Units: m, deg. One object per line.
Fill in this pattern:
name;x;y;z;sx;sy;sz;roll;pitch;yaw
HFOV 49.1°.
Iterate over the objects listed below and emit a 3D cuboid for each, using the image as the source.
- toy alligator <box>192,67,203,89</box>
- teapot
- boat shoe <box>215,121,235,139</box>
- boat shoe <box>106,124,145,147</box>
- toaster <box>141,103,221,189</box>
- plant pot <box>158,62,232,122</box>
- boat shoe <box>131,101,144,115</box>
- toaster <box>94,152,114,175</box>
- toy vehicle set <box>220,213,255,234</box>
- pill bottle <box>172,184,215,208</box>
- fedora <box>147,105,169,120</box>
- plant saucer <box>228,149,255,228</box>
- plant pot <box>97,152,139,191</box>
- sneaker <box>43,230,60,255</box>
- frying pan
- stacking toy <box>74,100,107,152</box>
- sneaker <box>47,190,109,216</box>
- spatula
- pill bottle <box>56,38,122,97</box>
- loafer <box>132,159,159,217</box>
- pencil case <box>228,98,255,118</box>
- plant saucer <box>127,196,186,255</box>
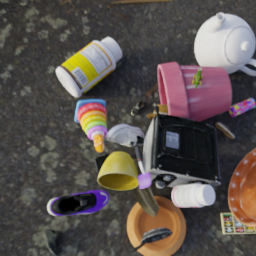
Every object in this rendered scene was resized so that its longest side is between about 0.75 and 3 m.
toy alligator;2.474;-1.829;9.903;0.323;0.234;0.976;10;62;10
teapot;4.407;-3.468;11.991;2.780;2.030;2.744;-12;112;-21
boat shoe;4.187;0.070;11.949;0.978;0.352;0.317;42;70;15
boat shoe;0.043;0.351;10.572;0.688;2.106;0.775;48;118;27
toaster;1.750;0.830;9.716;2.376;1.559;2.628;12;56;-8
plant pot;2.589;-1.338;11.133;2.454;2.742;2.742;-10;68;2
boat shoe;0.415;-0.896;12.390;0.282;0.265;0.785;38;74;13
toaster;-0.815;1.567;11.211;0.898;0.589;0.993;-17;69;-7
toy vehicle set;4.164;3.617;10.612;1.203;0.159;0.748;-2;68;-1
pill bottle;1.970;2.063;8.513;0.684;1.207;0.684;11;70;-33
fedora;1.455;-0.597;11.343;1.454;1.454;0.593;7;83;3
plant saucer;4.619;1.969;9.586;0.476;2.952;2.952;26;69;-12
plant pot;-0.312;1.418;9.641;1.397;1.397;0.992;2;54;1
sneaker;-2.702;4.174;10.276;0.544;0.363;0.949;-31;66;-5
frying pan;0.767;3.558;8.959;1.029;1.702;0.277;1;53;-24
stacking toy;-1.165;0.019;10.008;1.122;1.187;2.045;-3;49;-22
sneaker;-1.520;2.526;9.338;2.134;1.061;0.742;-5;74;-27
spatula;0.399;1.146;8.604;0.399;0.145;1.411;-20;68;18
pill bottle;-1.658;-2.761;12.441;2.844;1.554;1.554;-41;74;-16
loafer;0.550;2.096;10.347;0.799;0.901;2.370;-24;74;-20
pencil case;4.977;-0.877;12.247;1.203;0.532;0.532;-25;70;-9
plant saucer;1.070;3.664;10.460;2.227;0.417;2.227;0;69;0
